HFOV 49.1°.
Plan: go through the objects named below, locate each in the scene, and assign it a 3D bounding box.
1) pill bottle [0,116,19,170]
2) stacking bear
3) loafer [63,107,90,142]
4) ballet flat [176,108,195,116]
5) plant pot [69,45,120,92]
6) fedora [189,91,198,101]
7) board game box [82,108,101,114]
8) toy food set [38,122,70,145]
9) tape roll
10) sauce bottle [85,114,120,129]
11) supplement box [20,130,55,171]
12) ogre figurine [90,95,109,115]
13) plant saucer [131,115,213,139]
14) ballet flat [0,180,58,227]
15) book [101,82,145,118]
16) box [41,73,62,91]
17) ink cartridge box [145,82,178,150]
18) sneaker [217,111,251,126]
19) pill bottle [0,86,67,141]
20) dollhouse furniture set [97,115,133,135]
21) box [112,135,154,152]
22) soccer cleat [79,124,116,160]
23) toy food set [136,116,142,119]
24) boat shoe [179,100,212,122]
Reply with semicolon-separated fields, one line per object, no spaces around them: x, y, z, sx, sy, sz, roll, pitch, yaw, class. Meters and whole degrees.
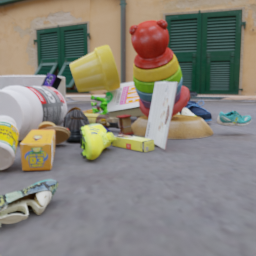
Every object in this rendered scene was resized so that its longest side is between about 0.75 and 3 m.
-2.378;0.232;5.229;0.604;0.604;1.070;-2;33;-13;pill bottle
0.819;-1.793;8.359;1.698;2.796;1.590;-4;39;17;stacking bear
-1.554;-0.208;8.592;0.888;0.882;2.439;0;8;-17;loafer
2.055;-0.467;11.108;2.002;0.671;0.669;8;3;43;ballet flat
-1.439;-2.334;11.876;1.785;1.898;1.898;-18;11;-5;plant pot
2.578;-1.482;15.983;2.784;1.272;2.784;2;12;0;fedora
-1.742;-0.529;11.070;0.734;0.230;1.536;-20;-2;36;board game box
-1.891;0.166;7.010;0.860;0.209;0.851;8;-36;-33;toy food set
-4.148;-1.262;12.206;2.842;1.951;2.842;1;9;0;tape roll
-1.040;-0.193;9.735;1.797;0.581;0.581;6;10;29;sauce bottle
-1.803;0.407;5.744;0.544;0.563;1.636;1;6;-12;supplement box
-1.062;-0.767;10.482;0.608;0.497;1.014;-7;47;-7;ogre figurine
1.411;-0.117;9.443;2.831;0.501;2.831;0;8;0;plant saucer
-1.203;0.909;3.288;0.397;0.397;1.069;7;13;39;ballet flat
0.281;-1.295;12.078;2.689;0.646;1.797;-7;48;19;book
-2.757;-1.477;9.870;0.555;0.786;0.310;23;-4;38;box
0.924;-0.341;7.045;0.352;1.618;1.404;8;6;-18;ink cartridge box
3.347;-0.311;8.749;1.137;0.453;0.441;-2;20;-12;sneaker
-2.989;-0.474;8.259;1.534;1.534;2.694;1;8;8;pill bottle
-0.427;-0.038;8.619;1.123;0.604;0.457;-10;9;-28;dollhouse furniture set
0.102;0.371;6.931;1.079;0.270;0.406;8;12;41;box
-0.674;0.246;6.459;0.850;0.657;2.033;0;8;-7;soccer cleat
0.786;-0.776;12.828;1.781;1.048;0.582;4;-34;-24;toy food set
2.642;-0.747;12.205;1.127;0.919;2.679;-4;9;-21;boat shoe
